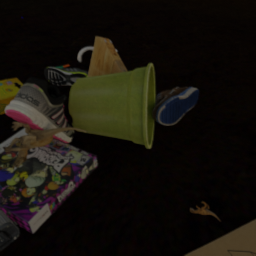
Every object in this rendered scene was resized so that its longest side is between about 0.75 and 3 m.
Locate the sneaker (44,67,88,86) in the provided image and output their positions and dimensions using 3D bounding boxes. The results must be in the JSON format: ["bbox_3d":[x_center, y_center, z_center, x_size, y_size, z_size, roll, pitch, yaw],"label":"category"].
[{"bbox_3d":[-2.789,-2.415,13.069,2.276,0.841,0.921,13,29,5],"label":"sneaker"}]

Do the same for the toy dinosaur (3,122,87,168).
[{"bbox_3d":[-2.283,0.239,6.997,2.329,1.178,0.678,-28,65,21],"label":"toy dinosaur"}]

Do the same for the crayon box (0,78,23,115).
[{"bbox_3d":[-5.430,-1.126,11.159,2.681,0.681,1.702,-22,40,-28],"label":"crayon box"}]

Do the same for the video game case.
[{"bbox_3d":[-2.786,1.221,7.857,2.908,0.521,2.636,19,41,25],"label":"video game case"}]

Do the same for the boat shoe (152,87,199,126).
[{"bbox_3d":[1.619,-0.883,10.658,1.046,1.044,2.889,18,28,32],"label":"boat shoe"}]

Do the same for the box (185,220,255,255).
[{"bbox_3d":[2.366,3.115,5.334,2.836,0.302,2.318,-16,37,-20],"label":"box"}]

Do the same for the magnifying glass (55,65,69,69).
[{"bbox_3d":[-3.487,-3.155,14.644,0.918,0.103,0.365,-26,42,-34],"label":"magnifying glass"}]

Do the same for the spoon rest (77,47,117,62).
[{"bbox_3d":[-1.705,-4.231,15.693,2.291,0.694,1.138,-16,38,-21],"label":"spoon rest"}]

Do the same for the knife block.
[{"bbox_3d":[-1.114,-1.736,10.297,2.190,2.495,0.798,-29,4,19],"label":"knife block"}]

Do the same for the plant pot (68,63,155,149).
[{"bbox_3d":[-0.458,-0.695,8.953,2.448,2.662,2.662,1,34,10],"label":"plant pot"}]

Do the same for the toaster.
[{"bbox_3d":[-3.018,2.336,6.122,1.123,0.638,0.725,-39,45,-21],"label":"toaster"}]

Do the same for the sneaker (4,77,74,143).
[{"bbox_3d":[-2.173,-0.466,7.921,1.102,2.988,1.307,18,78,17],"label":"sneaker"}]

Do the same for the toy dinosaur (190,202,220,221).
[{"bbox_3d":[1.928,2.080,6.975,0.750,0.227,0.398,6,57,20],"label":"toy dinosaur"}]
